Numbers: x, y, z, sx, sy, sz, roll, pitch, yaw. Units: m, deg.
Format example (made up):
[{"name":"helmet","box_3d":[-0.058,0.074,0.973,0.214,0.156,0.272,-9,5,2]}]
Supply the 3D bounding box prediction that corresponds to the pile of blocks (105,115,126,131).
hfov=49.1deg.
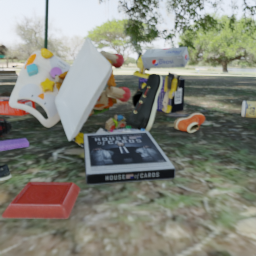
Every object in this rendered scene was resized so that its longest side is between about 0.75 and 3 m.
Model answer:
[{"name":"pile of blocks","box_3d":[-0.335,-0.187,9.897,0.357,0.472,1.149,35,30,20]}]

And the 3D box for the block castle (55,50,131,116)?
[{"name":"block castle","box_3d":[-1.238,-1.400,9.862,2.651,1.772,1.244,-18,-13,30]}]

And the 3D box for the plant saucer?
[{"name":"plant saucer","box_3d":[-1.546,1.278,5.170,1.137,0.209,1.135,0,14,2]}]

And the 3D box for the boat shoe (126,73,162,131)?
[{"name":"boat shoe","box_3d":[0.664,-1.167,10.757,0.933,1.090,2.979,21,51,-4]}]

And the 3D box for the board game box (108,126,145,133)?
[{"name":"board game box","box_3d":[-0.057,0.096,9.765,0.969,0.125,0.970,-9,14,-37]}]

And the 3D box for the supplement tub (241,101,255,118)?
[{"name":"supplement tub","box_3d":[5.677,-0.821,12.601,1.016,0.734,0.734,4,14,19]}]

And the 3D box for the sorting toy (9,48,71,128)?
[{"name":"sorting toy","box_3d":[-3.234,-1.440,11.073,2.847,2.563,1.521,31,-24,-12]}]

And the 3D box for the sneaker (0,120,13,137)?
[{"name":"sneaker","box_3d":[-4.844,0.030,9.314,0.885,0.641,1.812,16,22,42]}]

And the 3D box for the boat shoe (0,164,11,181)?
[{"name":"boat shoe","box_3d":[-3.115,0.987,6.019,1.081,0.359,0.404,-5,15,-19]}]

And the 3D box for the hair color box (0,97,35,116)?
[{"name":"hair color box","box_3d":[-5.898,-1.081,13.729,2.301,0.705,1.168,3,15,12]}]

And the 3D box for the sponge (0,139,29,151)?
[{"name":"sponge","box_3d":[-3.563,0.508,8.423,1.023,0.153,0.570,-8,16,-30]}]

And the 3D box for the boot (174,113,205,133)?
[{"name":"boot","box_3d":[2.492,-0.149,10.470,1.440,0.540,0.772,-18,26,-32]}]

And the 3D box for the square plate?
[{"name":"square plate","box_3d":[-1.408,-1.234,8.564,0.359,2.525,2.501,18,24,-35]}]

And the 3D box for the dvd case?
[{"name":"dvd case","box_3d":[-0.135,0.651,7.176,1.958,0.322,2.605,-3,19,-10]}]

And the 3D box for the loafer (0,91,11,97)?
[{"name":"loafer","box_3d":[-6.583,-1.541,15.212,2.486,0.887,0.907,3,14,11]}]

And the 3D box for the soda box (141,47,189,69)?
[{"name":"soda box","box_3d":[1.369,-2.604,10.443,1.682,0.534,0.574,7,49,32]}]

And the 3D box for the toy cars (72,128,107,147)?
[{"name":"toy cars","box_3d":[-1.037,0.357,8.539,1.439,0.319,0.645,-2,58,-9]}]

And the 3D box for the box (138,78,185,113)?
[{"name":"box","box_3d":[1.693,-1.763,14.552,1.169,1.658,2.241,-14,18,-42]}]

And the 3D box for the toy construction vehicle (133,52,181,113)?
[{"name":"toy construction vehicle","box_3d":[1.197,-1.970,12.907,2.149,2.468,0.869,22,48,16]}]
